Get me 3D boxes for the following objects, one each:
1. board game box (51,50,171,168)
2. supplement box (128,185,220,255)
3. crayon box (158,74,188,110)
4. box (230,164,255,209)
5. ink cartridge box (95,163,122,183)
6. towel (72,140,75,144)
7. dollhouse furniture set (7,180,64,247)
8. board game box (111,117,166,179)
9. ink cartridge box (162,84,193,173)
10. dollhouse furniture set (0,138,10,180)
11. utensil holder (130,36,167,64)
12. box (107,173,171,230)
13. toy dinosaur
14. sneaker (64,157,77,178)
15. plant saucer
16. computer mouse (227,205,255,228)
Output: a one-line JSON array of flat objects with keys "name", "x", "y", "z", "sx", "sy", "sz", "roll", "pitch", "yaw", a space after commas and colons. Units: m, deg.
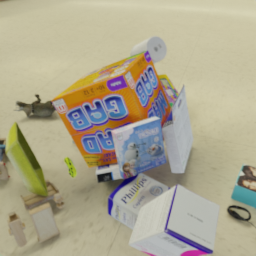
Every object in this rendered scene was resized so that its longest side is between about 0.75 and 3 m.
[{"name": "board game box", "x": -0.359, "y": -0.681, "z": 10.086, "sx": 2.809, "sy": 2.807, "sz": 2.807, "roll": -14, "pitch": 23, "yaw": 27}, {"name": "supplement box", "x": 1.012, "y": 2.374, "z": 6.698, "sx": 1.117, "sy": 2.206, "sz": 1.140, "roll": 28, "pitch": 54, "yaw": -6}, {"name": "crayon box", "x": 1.618, "y": -1.438, "z": 12.929, "sx": 1.760, "sy": 0.595, "sz": 2.040, "roll": -19, "pitch": 75, "yaw": -46}, {"name": "box", "x": 5.014, "y": 2.255, "z": 9.100, "sx": 2.933, "sy": 0.721, "sz": 1.207, "roll": 19, "pitch": 41, "yaw": 24}, {"name": "ink cartridge box", "x": -0.566, "y": 1.478, "z": 9.768, "sx": 1.055, "sy": 0.416, "sz": 2.122, "roll": -11, "pitch": 1, "yaw": -4}, {"name": "towel", "x": -1.883, "y": 0.357, "z": 12.007, "sx": 0.944, "sy": 0.227, "sz": 0.808, "roll": 2, "pitch": 39, "yaw": -5}, {"name": "dollhouse furniture set", "x": -2.957, "y": 2.672, "z": 8.901, "sx": 1.719, "sy": 0.984, "sz": 2.016, "roll": -20, "pitch": 17, "yaw": -26}, {"name": "board game box", "x": 0.351, "y": 0.581, "z": 8.232, "sx": 1.482, "sy": 1.475, "sz": 0.321, "roll": -19, "pitch": 20, "yaw": -21}, {"name": "ink cartridge box", "x": 1.806, "y": -0.040, "z": 10.170, "sx": 0.502, "sy": 2.471, "sz": 2.466, "roll": -3, "pitch": 24, "yaw": 23}, {"name": "dollhouse furniture set", "x": -5.168, "y": 0.608, "z": 10.037, "sx": 1.560, "sy": 2.226, "sz": 1.569, "roll": -5, "pitch": 37, "yaw": -7}, {"name": "utensil holder", "x": 0.919, "y": -3.416, "z": 12.758, "sx": 1.175, "sy": 1.175, "sz": 1.383, "roll": -22, "pitch": 8, "yaw": -27}, {"name": "box", "x": 0.414, "y": 2.358, "z": 8.858, "sx": 1.624, "sy": 0.852, "sz": 1.493, "roll": 23, "pitch": 42, "yaw": 27}, {"name": "toy dinosaur", "x": -4.051, "y": -0.948, "z": 13.443, "sx": 2.450, "sy": 0.943, "sz": 1.253, "roll": 7, "pitch": 49, "yaw": 0}, {"name": "sneaker", "x": -1.940, "y": 1.342, "z": 9.589, "sx": 0.280, "sy": 0.316, "sz": 0.755, "roll": -26, "pitch": 76, "yaw": 2}, {"name": "plant saucer", "x": -3.418, "y": 1.064, "z": 9.218, "sx": 0.512, "sy": 2.137, "sz": 2.140, "roll": -26, "pitch": 24, "yaw": -14}, {"name": "computer mouse", "x": 3.855, "y": 3.086, "z": 8.386, "sx": 0.629, "sy": 0.365, "sz": 2.146, "roll": -38, "pitch": 41, "yaw": -8}]
